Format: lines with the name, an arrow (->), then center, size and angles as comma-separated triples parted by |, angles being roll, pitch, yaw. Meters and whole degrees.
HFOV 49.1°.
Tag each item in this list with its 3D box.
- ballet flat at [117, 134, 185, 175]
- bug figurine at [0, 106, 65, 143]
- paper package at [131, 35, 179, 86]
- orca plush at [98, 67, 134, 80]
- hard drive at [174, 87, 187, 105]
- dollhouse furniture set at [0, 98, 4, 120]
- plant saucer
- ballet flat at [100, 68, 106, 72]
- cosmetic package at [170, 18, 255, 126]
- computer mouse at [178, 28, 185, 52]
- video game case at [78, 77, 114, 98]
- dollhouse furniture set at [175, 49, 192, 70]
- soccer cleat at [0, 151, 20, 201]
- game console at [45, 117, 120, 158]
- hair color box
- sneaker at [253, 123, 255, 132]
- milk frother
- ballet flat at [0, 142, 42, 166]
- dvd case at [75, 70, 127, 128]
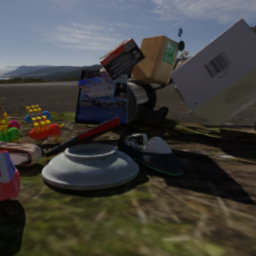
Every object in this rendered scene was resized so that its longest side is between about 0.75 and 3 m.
ballet flat -> 0.451, 0.517, 6.580 | 0.753, 0.753, 2.060 | -9, 15, -38
bug figurine -> -3.412, -0.052, 9.294 | 2.298, 0.762, 2.963 | -11, 19, -20
paper package -> 1.107, -2.734, 11.534 | 0.931, 1.800, 1.716 | 16, 3, -32
orca plush -> -0.623, -2.271, 13.107 | 2.857, 1.016, 1.503 | -36, 50, -16
hard drive -> 3.144, -1.642, 12.553 | 1.783, 0.234, 1.176 | -19, 55, -20
dollhouse furniture set -> -5.688, -0.187, 9.134 | 2.400, 1.237, 2.375 | -7, 1, 22
plant saucer -> -0.802, 0.711, 6.054 | 2.074, 0.521, 2.074 | -1, 11, 0
ballet flat -> -0.586, -2.584, 11.707 | 0.797, 0.797, 2.222 | 9, 46, 39
cosmetic package -> 3.436, -1.678, 9.637 | 2.768, 1.707, 2.776 | -36, -29, 23
computer mouse -> 1.875, -3.160, 10.056 | 0.149, 0.873, 0.256 | 2, -10, -35
video game case -> -0.975, -1.211, 8.490 | 0.826, 0.188, 0.749 | -4, -25, 28
dollhouse furniture set -> 2.264, -2.511, 11.077 | 0.774, 0.548, 0.842 | 38, -23, -10
soccer cleat -> -2.780, 0.679, 5.188 | 2.447, 0.936, 0.816 | 11, 16, 41
game console -> -1.120, 0.225, 6.947 | 1.480, 0.260, 1.673 | -21, -4, -46
hair color box -> -0.265, -2.298, 9.249 | 1.224, 0.739, 2.412 | -36, 17, 4
sneaker -> 5.156, 0.047, 9.062 | 1.009, 0.830, 2.193 | -18, 13, -36
milk frother -> 0.495, -1.715, 11.952 | 2.705, 2.997, 2.819 | 8, 14, 20
ballet flat -> -2.956, 0.622, 6.408 | 1.837, 0.625, 0.618 | -2, 21, -4
dvd case -> -0.902, -1.109, 10.048 | 1.767, 0.217, 2.476 | 4, 54, -5
